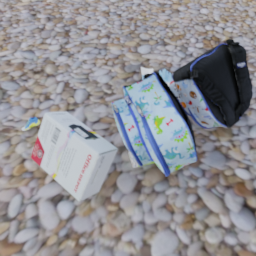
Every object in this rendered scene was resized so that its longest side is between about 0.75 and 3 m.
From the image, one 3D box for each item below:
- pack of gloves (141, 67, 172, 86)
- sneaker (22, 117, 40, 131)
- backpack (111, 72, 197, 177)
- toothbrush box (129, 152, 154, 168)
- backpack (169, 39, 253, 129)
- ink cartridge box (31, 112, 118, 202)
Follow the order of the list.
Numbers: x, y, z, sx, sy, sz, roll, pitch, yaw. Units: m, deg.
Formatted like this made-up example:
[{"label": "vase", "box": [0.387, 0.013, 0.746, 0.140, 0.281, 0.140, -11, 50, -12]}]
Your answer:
[{"label": "pack of gloves", "box": [1.321, -2.324, 12.682, 1.464, 0.344, 1.743, 8, 41, -5]}, {"label": "sneaker", "box": [-3.877, -0.187, 11.014, 0.763, 0.401, 0.289, -27, 24, -13]}, {"label": "backpack", "box": [0.849, 0.084, 9.033, 2.101, 2.617, 2.859, -28, 49, 1]}, {"label": "toothbrush box", "box": [0.500, 1.013, 10.068, 0.849, 0.365, 0.618, -11, 49, -11]}, {"label": "backpack", "box": [3.175, -1.384, 10.685, 2.961, 2.281, 2.820, -34, 97, -23]}, {"label": "ink cartridge box", "box": [-1.814, 0.858, 9.140, 2.501, 1.823, 1.036, 34, 22, 25]}]
